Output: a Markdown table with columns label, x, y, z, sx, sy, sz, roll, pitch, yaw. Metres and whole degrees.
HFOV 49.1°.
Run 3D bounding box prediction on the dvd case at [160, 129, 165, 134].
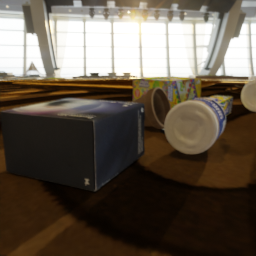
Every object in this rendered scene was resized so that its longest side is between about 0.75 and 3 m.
| label | x | y | z | sx | sy | sz | roll | pitch | yaw |
| --- | --- | --- | --- | --- | --- | --- | --- | --- | --- |
| dvd case | 2.114 | 0.149 | 9.901 | 1.594 | 0.140 | 1.137 | -5 | 14 | -23 |

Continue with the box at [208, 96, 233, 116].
| label | x | y | z | sx | sy | sz | roll | pitch | yaw |
| --- | --- | --- | --- | --- | --- | --- | --- | --- | --- |
| box | 4.106 | -0.957 | 13.122 | 0.936 | 0.859 | 2.673 | 9 | 15 | 31 |

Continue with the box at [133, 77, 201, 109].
| label | x | y | z | sx | sy | sz | roll | pitch | yaw |
| --- | --- | --- | --- | --- | --- | --- | --- | --- | --- |
| box | 2.105 | -1.948 | 15.603 | 2.649 | 1.678 | 2.750 | -9 | 17 | -35 |

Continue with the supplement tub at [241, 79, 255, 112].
| label | x | y | z | sx | sy | sz | roll | pitch | yaw |
| --- | --- | --- | --- | --- | --- | --- | --- | --- | --- |
| supplement tub | 7.082 | -1.812 | 14.999 | 1.716 | 1.716 | 2.377 | 7 | 14 | 28 |

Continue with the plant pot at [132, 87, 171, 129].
| label | x | y | z | sx | sy | sz | roll | pitch | yaw |
| --- | --- | --- | --- | --- | --- | --- | --- | --- | --- |
| plant pot | 0.744 | -0.641 | 10.915 | 1.388 | 1.591 | 1.591 | -14 | 4 | 33 |

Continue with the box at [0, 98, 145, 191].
| label | x | y | z | sx | sy | sz | roll | pitch | yaw |
| --- | --- | --- | --- | --- | --- | --- | --- | --- | --- |
| box | -1.174 | 0.172 | 6.740 | 2.478 | 1.527 | 2.458 | 6 | 15 | 24 |

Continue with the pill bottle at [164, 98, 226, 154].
| label | x | y | z | sx | sy | sz | roll | pitch | yaw |
| --- | --- | --- | --- | --- | --- | --- | --- | --- | --- |
| pill bottle | 2.070 | -0.169 | 8.163 | 1.389 | 1.389 | 2.503 | 6 | 11 | 25 |
